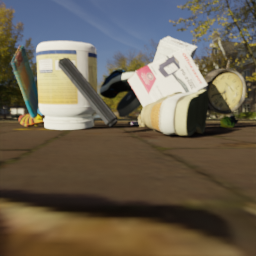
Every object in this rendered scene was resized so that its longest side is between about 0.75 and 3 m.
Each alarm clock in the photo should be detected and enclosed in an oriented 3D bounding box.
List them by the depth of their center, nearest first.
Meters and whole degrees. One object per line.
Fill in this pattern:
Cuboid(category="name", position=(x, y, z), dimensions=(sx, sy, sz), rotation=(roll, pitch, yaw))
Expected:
Cuboid(category="alarm clock", position=(2.960, -1.055, 9.300), dimensions=(1.455, 2.156, 0.718), rotation=(43, -4, -18))

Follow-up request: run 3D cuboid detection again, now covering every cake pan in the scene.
Cuboid(category="cake pan", position=(0.156, -1.162, 11.567), dimensions=(0.319, 1.738, 1.738), rotation=(44, -16, -20))

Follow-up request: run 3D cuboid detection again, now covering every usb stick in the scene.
Cuboid(category="usb stick", position=(-0.948, -0.832, 6.595), dimensions=(0.320, 1.961, 0.544), rotation=(-39, -2, -10))

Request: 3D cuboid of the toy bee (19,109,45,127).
Cuboid(category="toy bee", position=(-3.332, -0.362, 10.750), dimensions=(1.496, 0.813, 0.979), rotation=(-32, -5, -15))

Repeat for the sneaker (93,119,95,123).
Cuboid(category="sneaker", position=(-2.001, -0.340, 15.568), dimensions=(0.444, 0.288, 0.769), rotation=(8, 17, 36))

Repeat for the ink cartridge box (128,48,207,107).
Cuboid(category="ink cartridge box", position=(1.013, -1.149, 7.141), dimensions=(1.619, 1.172, 0.683), rotation=(-30, -1, -23))

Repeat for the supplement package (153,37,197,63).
Cuboid(category="supplement package", position=(1.450, -1.990, 9.682), dimensions=(1.116, 1.909, 1.120), rotation=(24, 30, 11))

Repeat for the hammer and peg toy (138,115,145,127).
Cuboid(category="hammer and peg toy", position=(0.644, -0.197, 9.725), dimensions=(0.578, 0.277, 0.785), rotation=(-2, 25, -1))

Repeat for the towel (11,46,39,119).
Cuboid(category="towel", position=(-3.530, -1.604, 9.862), dimensions=(0.236, 2.172, 1.592), rotation=(-9, 37, -4))

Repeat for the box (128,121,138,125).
Cuboid(category="box", position=(0.435, -0.226, 13.687), dimensions=(0.708, 0.179, 0.990), rotation=(-2, 2, -13))

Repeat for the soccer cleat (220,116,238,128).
Cuboid(category="soccer cleat", position=(3.553, -0.152, 10.123), dimensions=(0.575, 0.445, 1.375), rotation=(-35, -13, 33))

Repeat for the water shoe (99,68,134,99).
Cuboid(category="water shoe", position=(-0.351, -1.831, 10.413), dimensions=(0.879, 0.970, 2.458), rotation=(19, -18, -31))

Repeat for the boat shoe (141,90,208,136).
Cuboid(category="boat shoe", position=(1.157, -0.368, 6.170), dimensions=(0.947, 1.034, 2.768), rotation=(6, 4, 24))

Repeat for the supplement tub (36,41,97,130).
Cuboid(category="supplement tub", position=(-1.890, -1.300, 8.837), dimensions=(1.843, 2.552, 1.843), rotation=(0, 8, 0))
